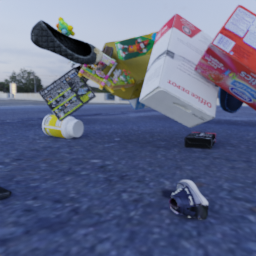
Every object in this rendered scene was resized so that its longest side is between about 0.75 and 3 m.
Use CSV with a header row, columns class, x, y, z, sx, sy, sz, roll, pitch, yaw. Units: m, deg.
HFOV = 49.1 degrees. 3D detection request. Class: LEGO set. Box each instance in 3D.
class,x,y,z,sx,sy,sz,roll,pitch,yaw
LEGO set,-0.590,-1.913,9.214,2.682,0.998,1.234,17,34,-34

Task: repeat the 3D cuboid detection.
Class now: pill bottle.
class,x,y,z,sx,sy,sz,roll,pitch,yaw
pill bottle,-2.931,-0.049,12.669,1.771,0.996,0.996,8,10,31

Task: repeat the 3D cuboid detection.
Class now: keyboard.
class,x,y,z,sx,sy,sz,roll,pitch,yaw
keyboard,-2.984,1.249,5.536,1.336,0.171,0.802,5,2,41

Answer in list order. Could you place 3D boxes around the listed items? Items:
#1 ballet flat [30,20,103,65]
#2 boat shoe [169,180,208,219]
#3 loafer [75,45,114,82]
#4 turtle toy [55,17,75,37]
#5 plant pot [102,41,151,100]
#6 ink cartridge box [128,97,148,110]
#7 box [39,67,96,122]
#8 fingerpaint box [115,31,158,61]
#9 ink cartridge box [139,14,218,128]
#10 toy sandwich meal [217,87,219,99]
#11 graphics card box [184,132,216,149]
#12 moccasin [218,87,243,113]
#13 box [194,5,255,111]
class,x,y,z,sx,sy,sz,roll,pitch,yaw
ballet flat,-1.470,-2.136,7.262,2.112,0.702,0.600,7,-33,-43
boat shoe,0.920,1.185,4.842,0.528,0.425,1.138,7,7,-10
loafer,-1.412,-2.348,10.367,2.158,0.788,0.766,-34,-57,31
turtle toy,-2.178,-3.302,9.568,0.643,0.446,0.883,41,-12,10
plant pot,0.089,-2.239,11.410,1.892,1.879,1.935,-22,62,-35
ink cartridge box,1.003,-1.837,13.178,2.219,0.929,1.610,-12,48,-24
box,-1.979,-1.087,9.181,1.467,1.175,0.325,-36,4,1
fingerpaint box,0.389,-2.691,9.191,1.454,0.639,1.742,-15,17,-4
ink cartridge box,1.427,-1.437,7.265,1.729,2.355,0.976,26,-27,-20
toy sandwich meal,2.864,-2.408,10.551,2.669,2.669,0.914,-2,-8,-16
graphics card box,2.809,0.468,10.833,1.002,0.406,1.597,3,6,21
moccasin,3.405,-1.664,8.088,1.052,2.615,0.892,13,11,-19
box,2.950,-1.294,6.169,2.530,1.261,1.208,35,-15,6
